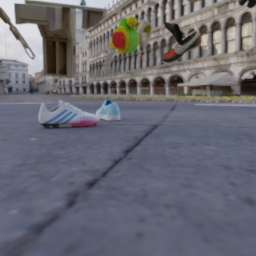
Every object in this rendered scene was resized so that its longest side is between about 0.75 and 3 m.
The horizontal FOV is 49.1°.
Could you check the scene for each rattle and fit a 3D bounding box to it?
[{"bbox_3d":[0.357,-4.008,12.644,1.185,1.659,1.080,15,15,10],"label":"rattle"}]

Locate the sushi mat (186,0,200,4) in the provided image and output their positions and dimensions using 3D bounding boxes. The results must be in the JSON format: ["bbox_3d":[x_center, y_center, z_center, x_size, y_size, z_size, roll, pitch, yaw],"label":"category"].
[{"bbox_3d":[2.665,-4.489,9.382,1.363,0.082,0.652,-5,5,39],"label":"sushi mat"}]

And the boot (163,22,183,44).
[{"bbox_3d":[1.829,-3.914,11.397,0.363,0.936,0.648,-44,50,-12],"label":"boot"}]

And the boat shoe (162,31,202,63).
[{"bbox_3d":[2.383,-3.644,12.652,1.990,0.708,0.623,-29,-35,7],"label":"boat shoe"}]

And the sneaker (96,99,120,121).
[{"bbox_3d":[-0.923,-0.872,13.144,0.843,0.934,2.280,-2,7,-26],"label":"sneaker"}]

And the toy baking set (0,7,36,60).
[{"bbox_3d":[-2.498,-2.073,6.215,0.172,1.136,1.480,-33,-2,-5],"label":"toy baking set"}]

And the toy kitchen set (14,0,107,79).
[{"bbox_3d":[-1.921,-2.641,9.032,2.283,2.524,2.798,5,23,0],"label":"toy kitchen set"}]

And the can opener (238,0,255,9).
[{"bbox_3d":[3.891,-4.262,8.226,0.621,0.778,2.327,19,9,4],"label":"can opener"}]

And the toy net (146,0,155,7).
[{"bbox_3d":[0.610,-4.573,10.074,0.496,0.183,0.945,-7,-16,38],"label":"toy net"}]

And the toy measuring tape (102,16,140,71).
[{"bbox_3d":[-0.281,-3.067,11.178,1.094,1.094,2.974,-3,-32,-28],"label":"toy measuring tape"}]

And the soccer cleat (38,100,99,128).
[{"bbox_3d":[-2.012,-0.496,9.806,2.174,0.939,0.760,-3,7,-29],"label":"soccer cleat"}]
